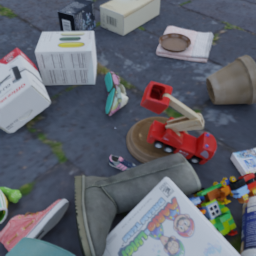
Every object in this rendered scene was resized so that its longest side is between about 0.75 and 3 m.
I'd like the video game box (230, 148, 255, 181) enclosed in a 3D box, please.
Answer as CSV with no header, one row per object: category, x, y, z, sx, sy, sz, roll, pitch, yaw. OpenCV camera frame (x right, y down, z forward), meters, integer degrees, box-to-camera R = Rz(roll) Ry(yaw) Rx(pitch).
video game box,3.467,1.076,7.268,1.107,0.284,1.215,-9,47,-13

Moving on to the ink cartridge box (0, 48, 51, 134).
ink cartridge box,-3.522,-1.177,8.614,1.608,0.933,2.228,-36,52,3

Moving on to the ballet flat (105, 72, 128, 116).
ballet flat,-0.380,-1.112,9.212,0.691,0.671,1.942,17,42,-24

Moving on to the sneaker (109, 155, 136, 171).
sneaker,-0.133,0.938,7.368,0.814,0.334,0.286,13,47,13

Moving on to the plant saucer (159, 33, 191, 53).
plant saucer,1.857,-3.365,11.168,1.283,0.221,1.283,-1,48,1

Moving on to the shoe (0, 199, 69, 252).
shoe,-2.059,2.032,6.149,0.700,0.550,1.538,32,58,20

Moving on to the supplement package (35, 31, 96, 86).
supplement package,-2.109,-2.473,9.936,1.840,1.386,1.396,-1,46,-1

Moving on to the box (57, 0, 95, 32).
box,-2.219,-4.767,12.300,0.856,1.187,1.600,19,49,17

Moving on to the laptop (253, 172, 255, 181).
laptop,4.316,1.497,6.223,1.912,1.114,2.157,-21,71,-20

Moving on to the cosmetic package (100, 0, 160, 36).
cosmetic package,0.131,-5.491,13.124,1.449,1.023,2.800,30,54,24

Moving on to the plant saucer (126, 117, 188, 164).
plant saucer,0.877,0.308,8.032,1.888,0.278,1.888,0,45,0

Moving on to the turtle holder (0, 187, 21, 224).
turtle holder,-3.115,1.784,6.235,0.906,1.275,0.969,24,87,22

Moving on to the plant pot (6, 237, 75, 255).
plant pot,-1.349,2.894,4.796,1.969,1.392,1.391,23,50,26

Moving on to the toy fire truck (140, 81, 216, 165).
toy fire truck,1.280,-0.022,6.890,2.388,1.684,0.582,23,54,-7

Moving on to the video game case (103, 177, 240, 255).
video game case,0.606,2.380,5.228,2.199,0.261,2.002,-46,54,4

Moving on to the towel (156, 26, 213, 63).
towel,2.404,-3.540,11.704,2.096,0.354,2.195,13,46,12

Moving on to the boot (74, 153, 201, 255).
boot,0.252,1.592,6.147,2.777,1.007,2.524,-5,33,-9

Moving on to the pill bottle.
pill bottle,2.763,2.344,5.531,0.998,0.998,1.798,13,47,13

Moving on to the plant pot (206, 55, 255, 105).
plant pot,3.288,-1.357,8.954,1.343,1.547,1.547,-17,46,6

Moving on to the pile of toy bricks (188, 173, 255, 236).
pile of toy bricks,1.990,1.847,6.128,2.218,1.230,1.095,-16,81,-27
